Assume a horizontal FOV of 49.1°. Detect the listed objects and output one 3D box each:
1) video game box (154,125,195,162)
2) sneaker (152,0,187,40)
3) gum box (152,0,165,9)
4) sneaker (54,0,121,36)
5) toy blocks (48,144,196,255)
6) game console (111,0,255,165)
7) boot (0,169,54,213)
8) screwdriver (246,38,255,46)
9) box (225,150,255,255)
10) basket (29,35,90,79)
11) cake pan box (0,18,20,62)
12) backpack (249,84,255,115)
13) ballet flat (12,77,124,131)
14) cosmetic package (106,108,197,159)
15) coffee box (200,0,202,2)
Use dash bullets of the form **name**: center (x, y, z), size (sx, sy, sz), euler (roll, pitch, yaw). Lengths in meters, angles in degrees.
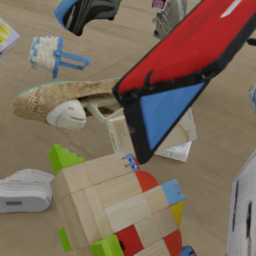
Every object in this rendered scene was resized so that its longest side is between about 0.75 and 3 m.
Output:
- **video game box**: center (1.119, 0.264, 7.628), size (1.193, 0.307, 1.310), euler (15, 41, 14)
- **sneaker**: center (1.158, -3.137, 8.207), size (0.944, 2.302, 0.860), euler (7, 76, 3)
- **gum box**: center (1.054, -4.478, 8.869), size (0.417, 1.260, 0.715), euler (8, 70, -3)
- **sneaker**: center (-0.569, -3.606, 7.527), size (2.968, 1.230, 1.052), euler (-36, 36, 5)
- **toy blocks**: center (0.065, 0.879, 2.624), size (1.165, 0.852, 1.704), euler (-13, 72, -36)
- **game console**: center (0.971, -0.657, 3.350), size (2.166, 1.286, 1.867), euler (-49, 24, -27)
- **boot**: center (-2.557, 1.330, 6.127), size (1.826, 0.672, 0.873), euler (5, 32, -6)
- **screwdriver**: center (3.569, -2.736, 8.740), size (0.222, 0.213, 1.529), euler (-43, 29, 1)
- **box**: center (1.148, 0.737, 2.307), size (0.442, 1.472, 0.858), euler (7, 70, 15)
- **basket**: center (-1.769, -1.794, 7.252), size (1.445, 1.005, 1.274), euler (14, -3, -19)
- **cake pan box**: center (-4.119, -2.097, 6.107), size (2.853, 2.628, 0.746), euler (-26, 27, 42)
- **backpack**: center (3.059, -0.518, 5.570), size (1.259, 0.970, 1.200), euler (-34, 81, 5)
- **ballet flat**: center (-0.877, -0.482, 5.917), size (2.870, 1.012, 0.937), euler (-16, 62, -29)
- **cosmetic package**: center (0.440, 0.042, 5.258), size (1.517, 0.785, 0.554), euler (-17, 8, -13)
- **coffee box**: center (2.763, -3.567, 7.928), size (1.521, 2.473, 0.544), euler (-18, 69, -25)
